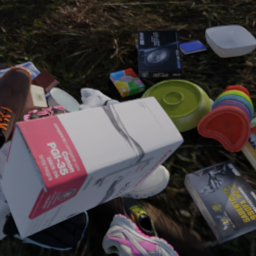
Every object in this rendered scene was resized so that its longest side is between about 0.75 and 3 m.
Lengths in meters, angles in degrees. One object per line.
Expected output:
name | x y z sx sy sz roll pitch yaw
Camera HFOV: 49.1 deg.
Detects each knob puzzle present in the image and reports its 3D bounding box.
knob puzzle | 4.682 0.436 8.334 2.571 0.357 2.571 -10 54 14

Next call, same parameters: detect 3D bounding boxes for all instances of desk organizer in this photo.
desk organizer | -2.932 -1.337 9.227 1.553 0.598 0.557 -16 32 54

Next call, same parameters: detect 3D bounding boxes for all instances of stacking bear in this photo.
stacking bear | 3.383 -0.602 9.129 1.469 1.376 2.420 31 40 7

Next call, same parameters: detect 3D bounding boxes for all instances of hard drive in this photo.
hard drive | 2.950 -3.731 12.970 1.072 0.136 0.707 -15 48 -14

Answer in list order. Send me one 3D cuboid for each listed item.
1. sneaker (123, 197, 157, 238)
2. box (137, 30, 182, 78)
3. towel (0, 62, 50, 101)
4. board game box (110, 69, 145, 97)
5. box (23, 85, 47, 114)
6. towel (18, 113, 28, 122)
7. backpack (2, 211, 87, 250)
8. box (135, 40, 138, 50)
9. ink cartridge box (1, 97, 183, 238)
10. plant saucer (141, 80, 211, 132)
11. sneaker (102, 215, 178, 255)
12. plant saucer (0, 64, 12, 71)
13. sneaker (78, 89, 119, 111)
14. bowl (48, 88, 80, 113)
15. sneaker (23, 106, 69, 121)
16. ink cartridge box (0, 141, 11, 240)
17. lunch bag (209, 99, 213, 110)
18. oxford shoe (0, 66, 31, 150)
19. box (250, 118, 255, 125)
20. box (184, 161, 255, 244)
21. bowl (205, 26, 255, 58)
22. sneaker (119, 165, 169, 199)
sneaker | 0.318 2.224 7.058 0.500 0.568 1.343 -24 51 -22
box | 1.260 -3.057 11.546 1.729 0.470 2.158 0 65 0
towel | -3.971 -1.629 10.626 1.790 0.290 2.437 -27 54 -28
board game box | -0.043 -1.794 11.043 0.956 0.252 1.249 -19 51 -17
box | -3.015 -0.659 7.484 1.449 0.688 0.563 -14 88 15
towel | -5.003 -0.561 9.858 2.523 0.295 1.925 25 50 22
backpack | -1.745 2.024 6.370 1.703 1.310 1.390 29 67 -15
box | 1.280 -3.514 12.584 1.357 0.419 1.700 -15 48 -16
ink cartridge box | -0.674 0.662 5.401 2.922 2.140 1.209 -14 62 -38
plant saucer | 1.580 -0.922 9.878 2.575 0.400 2.575 -6 47 7
sneaker | 0.289 2.901 6.304 2.109 0.858 0.930 21 51 30
plant saucer | -5.372 -2.127 11.393 1.397 0.241 1.397 1 47 -1
sneaker | -1.403 -0.571 9.331 1.289 0.843 2.243 37 44 27
bowl | -2.270 -0.714 9.627 0.585 1.301 1.301 -47 50 17
sneaker | -2.030 -0.124 7.441 1.198 0.992 2.511 -19 21 -10
ink cartridge box | -3.148 1.507 7.382 2.536 1.065 1.845 -36 56 -29
lunch bag | 2.855 -0.615 9.848 0.655 0.315 0.817 -16 59 -20
oxford shoe | -2.732 -0.218 6.164 0.835 2.345 0.851 23 8 -37
box | 5.252 -0.051 9.321 2.164 0.393 1.562 -27 52 -23
box | 2.590 1.882 7.455 1.485 0.453 1.874 -14 48 -14
bowl | 4.574 -3.874 12.718 1.898 0.710 1.901 -9 48 -9
sneaker | -0.372 1.159 7.561 2.967 1.202 1.115 6 57 5
